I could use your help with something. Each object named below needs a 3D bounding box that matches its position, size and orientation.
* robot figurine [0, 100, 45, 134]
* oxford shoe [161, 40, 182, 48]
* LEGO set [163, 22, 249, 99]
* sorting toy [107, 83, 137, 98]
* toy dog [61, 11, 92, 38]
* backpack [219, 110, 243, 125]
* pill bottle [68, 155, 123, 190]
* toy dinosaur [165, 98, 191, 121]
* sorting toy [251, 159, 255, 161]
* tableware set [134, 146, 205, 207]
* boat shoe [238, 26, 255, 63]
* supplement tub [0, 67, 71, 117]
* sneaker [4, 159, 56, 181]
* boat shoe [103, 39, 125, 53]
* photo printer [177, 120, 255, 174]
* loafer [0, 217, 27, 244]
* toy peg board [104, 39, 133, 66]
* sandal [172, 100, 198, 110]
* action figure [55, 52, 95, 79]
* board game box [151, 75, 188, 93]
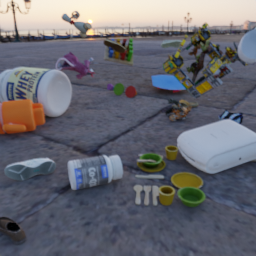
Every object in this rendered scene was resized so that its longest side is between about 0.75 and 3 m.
[{"bbox_3d":[-4.485,-0.436,11.079,2.222,1.598,1.296,-7,-19,-14],"label":"robot figurine"},{"bbox_3d":[2.416,-4.661,15.421,1.253,0.471,0.362,-4,49,5],"label":"oxford shoe"},{"bbox_3d":[2.857,-2.554,9.963,2.937,2.259,1.702,-37,2,-28],"label":"LEGO set"},{"bbox_3d":[-0.276,-2.182,16.423,2.056,0.713,0.708,17,5,31],"label":"sorting toy"},{"bbox_3d":[-2.041,-4.308,11.384,0.852,1.292,0.622,-17,53,24],"label":"toy dog"},{"bbox_3d":[4.185,-0.290,11.553,0.863,0.636,0.945,16,27,34],"label":"backpack"},{"bbox_3d":[-0.909,1.196,7.743,1.393,0.793,0.793,-9,24,-18],"label":"pill bottle"},{"bbox_3d":[2.304,-0.723,12.784,1.129,0.850,1.663,37,21,34],"label":"toy dinosaur"},{"bbox_3d":[4.276,0.694,9.669,2.399,0.321,1.787,1,23,18],"label":"sorting toy"},{"bbox_3d":[1.157,1.267,8.056,1.911,0.435,2.837,2,22,4],"label":"tableware set"},{"bbox_3d":[3.828,-2.590,8.416,0.866,0.820,2.476,36,61,3],"label":"boat shoe"},{"bbox_3d":[-4.398,-1.716,13.080,2.942,2.133,2.133,9,24,23],"label":"supplement tub"},{"bbox_3d":[-2.896,1.191,8.277,1.417,0.498,0.568,-5,14,-27],"label":"sneaker"},{"bbox_3d":[-0.585,-3.791,12.811,1.072,0.387,0.386,23,46,0],"label":"boat shoe"},{"bbox_3d":[2.825,0.564,8.984,2.251,0.782,1.873,-15,27,-14],"label":"photo printer"},{"bbox_3d":[-2.535,2.131,6.069,0.958,0.340,0.350,15,27,33],"label":"loafer"},{"bbox_3d":[-0.377,-3.940,13.938,1.435,0.705,1.441,10,51,-12],"label":"toy peg board"},{"bbox_3d":[2.855,-1.211,14.062,1.599,0.432,0.642,-12,25,-27],"label":"sandal"},{"bbox_3d":[-2.142,-2.679,12.115,1.593,1.067,1.186,26,13,-1],"label":"action figure"},{"bbox_3d":[2.557,-2.600,17.386,2.206,0.544,2.792,5,28,-1],"label":"board game box"}]
